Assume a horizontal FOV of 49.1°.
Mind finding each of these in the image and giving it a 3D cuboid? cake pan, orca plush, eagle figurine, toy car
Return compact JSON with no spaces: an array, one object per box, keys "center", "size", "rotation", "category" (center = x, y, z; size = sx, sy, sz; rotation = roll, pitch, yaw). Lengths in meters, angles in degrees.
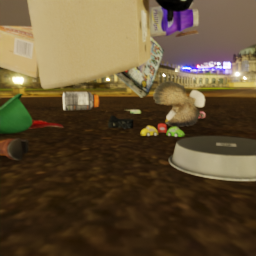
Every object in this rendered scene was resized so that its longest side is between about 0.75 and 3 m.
[{"center":[1.946,0.529,5.641],"size":[2.230,0.409,2.230],"rotation":[0,9,0],"category":"cake pan"},{"center":[1.232,-3.199,7.197],"size":[1.298,0.877,2.467],"rotation":[2,16,9],"category":"orca plush"},{"center":[2.182,-0.910,11.963],"size":[1.875,1.865,2.471],"rotation":[13,1,17],"category":"eagle figurine"},{"center":[1.224,0.083,9.076],"size":[1.276,0.303,1.356],"rotation":[6,11,38],"category":"toy car"}]

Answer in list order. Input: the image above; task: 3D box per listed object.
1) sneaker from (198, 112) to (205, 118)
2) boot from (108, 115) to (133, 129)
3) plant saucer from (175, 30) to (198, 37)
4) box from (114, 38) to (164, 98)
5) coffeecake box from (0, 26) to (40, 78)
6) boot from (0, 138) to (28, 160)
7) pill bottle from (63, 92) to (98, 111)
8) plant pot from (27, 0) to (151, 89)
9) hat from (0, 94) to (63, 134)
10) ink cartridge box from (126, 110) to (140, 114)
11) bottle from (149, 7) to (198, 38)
[{"center":[3.357,-0.646,14.150],"size":[0.969,0.383,0.462],"rotation":[6,21,42],"category":"sneaker"},{"center":[-0.253,-0.225,10.845],"size":[0.917,0.414,1.119],"rotation":[-2,15,4],"category":"boot"},{"center":[1.927,-3.120,9.240],"size":[0.752,0.130,0.752],"rotation":[-10,17,3],"category":"plant saucer"},{"center":[0.497,-2.978,12.325],"size":[1.879,2.744,0.547],"rotation":[37,-32,-29],"category":"box"},{"center":[-2.972,-2.497,8.836],"size":[2.070,0.985,2.697],"rotation":[18,22,11],"category":"coffeecake box"},{"center":[-3.001,0.438,6.047],"size":[1.404,0.481,1.321],"rotation":[-2,9,-9],"category":"boot"},{"center":[-3.187,-1.797,18.882],"size":[2.303,1.224,1.224],"rotation":[-2,8,-16],"category":"pill bottle"},{"center":[-0.737,-2.672,7.518],"size":[2.460,2.775,2.779],"rotation":[1,20,13],"category":"plant pot"},{"center":[-3.512,0.059,9.431],"size":[2.148,1.891,1.779],"rotation":[-47,14,-15],"category":"hat"},{"center":[0.247,-0.968,16.745],"size":[0.797,0.191,0.580],"rotation":[-4,9,-25],"category":"ink cartridge box"},{"center":[1.120,-3.429,9.034],"size":[2.193,0.916,0.716],"rotation":[-3,9,7],"category":"bottle"}]
